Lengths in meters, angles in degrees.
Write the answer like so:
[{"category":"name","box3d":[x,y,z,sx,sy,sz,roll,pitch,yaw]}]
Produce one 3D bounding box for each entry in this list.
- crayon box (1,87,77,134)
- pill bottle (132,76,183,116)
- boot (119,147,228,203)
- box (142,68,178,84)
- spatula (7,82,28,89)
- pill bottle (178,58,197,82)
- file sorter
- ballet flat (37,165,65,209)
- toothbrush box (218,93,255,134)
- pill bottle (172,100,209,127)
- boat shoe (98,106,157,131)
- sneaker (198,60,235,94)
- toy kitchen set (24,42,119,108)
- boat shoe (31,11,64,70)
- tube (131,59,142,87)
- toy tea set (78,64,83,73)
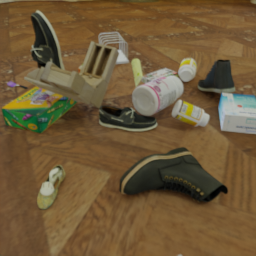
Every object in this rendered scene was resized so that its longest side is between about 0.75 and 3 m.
[{"category":"crayon box","box3d":[-3.361,-0.895,11.015,1.578,0.774,2.658,12,34,17]},{"category":"pill bottle","box3d":[1.186,-1.296,10.694,1.142,1.142,2.014,24,36,32]},{"category":"boot","box3d":[1.215,1.476,7.340,2.520,0.976,1.743,-21,44,-27]},{"category":"box","box3d":[1.598,-2.525,13.976,1.690,0.293,0.930,-25,41,-33]},{"category":"spatula","box3d":[-5.258,-2.005,13.349,1.142,0.117,0.323,14,37,20]},{"category":"pill bottle","box3d":[2.970,-2.877,14.027,0.833,0.833,1.525,9,33,13]},{"category":"file sorter","box3d":[-0.903,-4.668,16.386,1.415,1.269,2.039,-8,35,-12]},{"category":"ballet flat","box3d":[-2.100,1.536,7.607,0.500,0.500,1.416,6,34,9]},{"category":"toothbrush box","box3d":[4.174,-0.579,10.584,1.288,0.750,1.759,7,35,10]},{"category":"pill bottle","box3d":[2.260,-0.485,10.123,1.236,0.675,0.675,23,34,-6]},{"category":"boat shoe","box3d":[-0.018,-0.374,10.303,2.197,0.743,0.789,8,32,9]},{"category":"sneaker","box3d":[3.824,-2.293,12.223,0.937,1.331,2.507,-10,14,-12]},{"category":"toy kitchen set","box3d":[-2.070,-2.374,10.139,2.233,2.470,2.737,18,-5,15]},{"category":"boat shoe","box3d":[-3.185,-2.879,10.679,0.987,2.920,1.049,-32,47,-30]},{"category":"tube","box3d":[0.280,-1.704,8.484,0.274,0.306,1.056,-14,47,8]},{"category":"toy tea set","box3d":[-2.021,-2.574,13.659,1.954,0.723,1.162,25,41,33]}]
